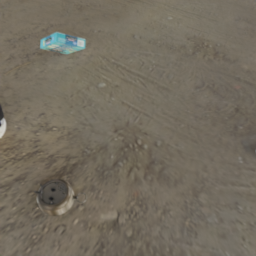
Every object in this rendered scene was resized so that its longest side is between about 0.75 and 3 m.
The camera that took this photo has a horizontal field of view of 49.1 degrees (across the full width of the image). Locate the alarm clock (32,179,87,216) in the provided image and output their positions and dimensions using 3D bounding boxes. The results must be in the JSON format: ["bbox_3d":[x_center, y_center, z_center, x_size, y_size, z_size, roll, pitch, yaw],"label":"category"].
[{"bbox_3d":[-1.879,1.916,7.820,1.459,0.486,0.984,2,48,1],"label":"alarm clock"}]

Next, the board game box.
[{"bbox_3d":[-2.867,-3.649,12.188,1.313,0.408,1.739,3,3,-38],"label":"board game box"}]

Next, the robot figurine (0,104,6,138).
[{"bbox_3d":[-4.956,-0.668,8.809,1.702,2.727,2.049,-13,28,-15],"label":"robot figurine"}]
